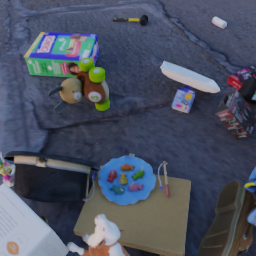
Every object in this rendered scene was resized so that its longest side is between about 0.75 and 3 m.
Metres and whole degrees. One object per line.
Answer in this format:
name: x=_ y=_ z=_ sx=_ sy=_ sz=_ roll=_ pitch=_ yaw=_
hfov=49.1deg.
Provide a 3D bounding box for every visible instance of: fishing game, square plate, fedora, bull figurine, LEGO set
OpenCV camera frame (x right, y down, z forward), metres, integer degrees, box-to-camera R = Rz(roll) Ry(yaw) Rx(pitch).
fishing game: x=-0.031 y=1.205 z=6.958 sx=2.088 sy=0.325 sz=1.495 roll=-1 pitch=43 yaw=3
square plate: x=2.092 y=-1.757 z=9.723 sx=2.032 sy=0.289 sz=2.013 roll=22 pitch=22 yaw=3
fedora: x=-1.830 y=1.212 z=6.672 sx=2.261 sy=2.261 sz=1.033 roll=6 pitch=78 yaw=6
bull figurine: x=-0.367 y=2.327 z=5.050 sx=1.147 sy=1.889 sz=0.615 roll=-4 pitch=31 yaw=39
LEGO set: x=-3.982 y=0.951 z=7.279 sx=2.213 sy=0.824 sz=1.018 roll=-1 pitch=44 yaw=-1

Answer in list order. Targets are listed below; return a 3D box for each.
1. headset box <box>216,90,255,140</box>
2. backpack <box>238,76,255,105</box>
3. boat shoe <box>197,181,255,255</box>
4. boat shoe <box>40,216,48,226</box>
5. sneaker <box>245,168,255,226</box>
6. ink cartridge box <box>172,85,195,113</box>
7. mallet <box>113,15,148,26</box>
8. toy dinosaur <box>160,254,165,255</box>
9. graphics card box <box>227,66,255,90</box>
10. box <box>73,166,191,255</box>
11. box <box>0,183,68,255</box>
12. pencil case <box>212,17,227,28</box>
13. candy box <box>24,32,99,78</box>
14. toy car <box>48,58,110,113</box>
headset box: x=3.179 y=-0.430 z=8.293 sx=1.249 sy=0.468 sz=0.928 roll=46 pitch=55 yaw=-15
backpack: x=4.685 y=-1.127 z=9.131 sx=1.730 sy=1.330 sz=1.411 roll=31 pitch=15 yaw=6
boat shoe: x=2.197 y=2.262 z=5.857 sx=0.814 sy=0.861 sz=2.394 roll=40 pitch=60 yaw=-7
boat shoe: x=-1.872 y=2.401 z=6.187 sx=0.321 sy=0.284 sz=0.876 roll=-19 pitch=49 yaw=7
sneaker: x=3.167 y=0.816 z=6.002 sx=1.120 sy=0.942 sz=2.857 roll=7 pitch=55 yaw=26
ink cartridge box: x=1.870 y=-0.991 z=9.333 sx=0.580 sy=0.325 sz=0.850 roll=20 pitch=83 yaw=18
mallet: x=0.137 y=-5.593 z=14.409 sx=1.830 sy=0.377 sz=0.603 roll=11 pitch=45 yaw=16
toy dinosaur: x=0.895 y=2.890 z=5.578 sx=1.268 sy=0.721 sz=2.388 roll=-6 pitch=31 yaw=-29
graphics card box: x=4.487 y=-1.829 z=10.487 sx=1.298 sy=0.330 sz=0.814 roll=-24 pitch=51 yaw=-23
box: x=0.188 y=1.851 z=6.616 sx=2.414 sy=0.257 sz=1.973 roll=8 pitch=41 yaw=12
box: x=-2.639 y=2.577 z=5.094 sx=1.571 sy=1.231 sz=2.526 roll=31 pitch=60 yaw=28
pencil case: x=4.586 y=-5.300 z=14.051 sx=0.329 sy=0.359 sz=0.791 roll=-23 pitch=50 yaw=-16
candy box: x=-2.563 y=-2.948 z=11.212 sx=2.423 sy=0.933 sz=2.049 roll=3 pitch=46 yaw=5
toy car: x=-1.646 y=-1.149 z=9.031 sx=1.777 sy=1.460 sz=1.402 roll=-28 pitch=50 yaw=-20
